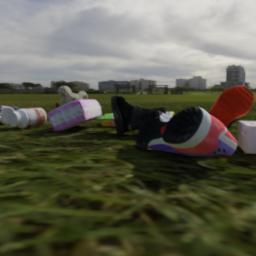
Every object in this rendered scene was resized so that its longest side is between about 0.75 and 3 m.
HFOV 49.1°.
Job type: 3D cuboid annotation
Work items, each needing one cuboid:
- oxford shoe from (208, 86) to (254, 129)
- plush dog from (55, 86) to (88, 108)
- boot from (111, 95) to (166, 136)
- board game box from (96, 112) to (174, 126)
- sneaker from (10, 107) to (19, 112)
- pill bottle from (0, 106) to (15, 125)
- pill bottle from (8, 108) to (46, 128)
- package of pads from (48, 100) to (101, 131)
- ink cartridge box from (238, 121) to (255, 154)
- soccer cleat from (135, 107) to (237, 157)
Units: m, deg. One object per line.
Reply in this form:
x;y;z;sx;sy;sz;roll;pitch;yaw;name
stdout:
2.061;-0.274;6.193;1.899;0.676;0.689;-37;-16;-23;oxford shoe
-2.997;-1.205;14.587;1.617;1.389;1.297;13;43;-26;plush dog
0.298;-0.452;8.424;1.496;0.753;2.001;-10;34;-3;boot
0.270;-0.337;10.442;2.725;0.408;1.302;2;11;15;board game box
-5.520;-0.529;12.363;1.636;0.609;0.716;-3;21;19;sneaker
-4.970;-0.517;11.179;0.686;0.686;1.146;-5;9;-37;pill bottle
-3.513;-0.337;9.754;0.671;0.671;1.196;4;8;31;pill bottle
-1.718;-0.471;9.445;1.182;0.742;1.961;-18;3;12;package of pads
3.002;0.192;5.622;1.376;0.589;1.015;1;6;13;ink cartridge box
0.939;0.179;5.521;0.965;0.899;2.636;29;-12;-17;soccer cleat
